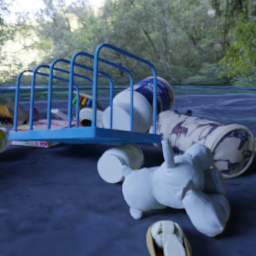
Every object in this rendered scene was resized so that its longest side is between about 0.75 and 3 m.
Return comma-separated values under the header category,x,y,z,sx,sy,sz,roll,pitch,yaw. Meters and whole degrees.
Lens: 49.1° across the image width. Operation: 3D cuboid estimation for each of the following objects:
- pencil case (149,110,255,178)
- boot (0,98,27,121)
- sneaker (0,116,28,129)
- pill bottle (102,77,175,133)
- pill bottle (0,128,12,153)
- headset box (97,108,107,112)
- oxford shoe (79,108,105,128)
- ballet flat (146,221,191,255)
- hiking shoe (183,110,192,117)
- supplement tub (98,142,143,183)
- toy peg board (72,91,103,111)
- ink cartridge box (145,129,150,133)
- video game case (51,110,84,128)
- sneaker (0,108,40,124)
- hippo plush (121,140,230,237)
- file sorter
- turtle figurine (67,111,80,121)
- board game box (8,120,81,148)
category,x,y,z,sx,sy,sz,roll,pitch,yaw
pencil case,1.566,0.247,6.366,1.238,1.077,2.768,-24,18,-16
boot,-3.854,-0.564,8.431,0.999,0.491,1.396,-20,-48,39
sneaker,-3.989,-0.096,8.537,1.822,0.689,0.799,-14,-26,-26
pill bottle,0.351,-0.622,8.710,1.391,1.391,2.507,7,28,32
pill bottle,-3.407,0.358,6.856,0.681,0.681,1.212,2,11,10
headset box,-0.838,-0.411,11.052,1.179,0.595,1.587,1,11,3
oxford shoe,-0.685,-0.147,9.786,2.238,0.841,0.646,10,53,9
ballet flat,0.463,1.248,2.922,0.490,0.450,1.427,0,11,-2
hiking shoe,2.460,-0.418,11.940,0.328,0.382,0.882,31,49,32
supplement tub,-0.138,0.665,5.433,0.633,0.633,0.873,5,12,25
toy peg board,-2.073,-1.126,13.997,1.273,0.625,1.278,20,-15,29
ink cartridge box,0.240,0.200,8.911,1.075,0.234,0.933,4,28,17
video game case,-2.194,-0.297,9.819,1.105,0.127,1.007,36,-16,-29
sneaker,-4.259,-0.289,9.898,2.165,0.808,0.873,-6,12,-25
hippo plush,0.553,0.926,3.794,1.208,1.197,1.503,-27,-17,31
file sorter,-1.019,-0.554,6.501,2.968,1.821,2.060,-4,-8,40
turtle figurine,-2.220,-0.478,11.792,0.979,0.493,0.733,-7,-3,15
board game box,-2.531,0.137,8.629,1.442,0.441,1.903,4,12,18
